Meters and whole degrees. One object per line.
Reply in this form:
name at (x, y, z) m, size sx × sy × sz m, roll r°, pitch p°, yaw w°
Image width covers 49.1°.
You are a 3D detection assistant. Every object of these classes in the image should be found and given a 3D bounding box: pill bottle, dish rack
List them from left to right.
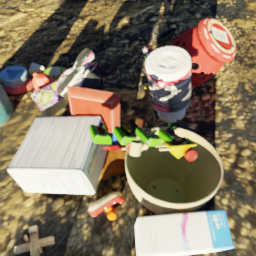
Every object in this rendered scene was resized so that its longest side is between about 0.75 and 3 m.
dish rack at (1.662, -5.718, 16.785) m, size 2.005 × 0.547 × 1.538 m, roll 33°, pitch 54°, yaw 28°
pill bottle at (1.627, -1.531, 10.918) m, size 1.625 × 2.936 × 1.625 m, roll -6°, pitch 54°, yaw 8°

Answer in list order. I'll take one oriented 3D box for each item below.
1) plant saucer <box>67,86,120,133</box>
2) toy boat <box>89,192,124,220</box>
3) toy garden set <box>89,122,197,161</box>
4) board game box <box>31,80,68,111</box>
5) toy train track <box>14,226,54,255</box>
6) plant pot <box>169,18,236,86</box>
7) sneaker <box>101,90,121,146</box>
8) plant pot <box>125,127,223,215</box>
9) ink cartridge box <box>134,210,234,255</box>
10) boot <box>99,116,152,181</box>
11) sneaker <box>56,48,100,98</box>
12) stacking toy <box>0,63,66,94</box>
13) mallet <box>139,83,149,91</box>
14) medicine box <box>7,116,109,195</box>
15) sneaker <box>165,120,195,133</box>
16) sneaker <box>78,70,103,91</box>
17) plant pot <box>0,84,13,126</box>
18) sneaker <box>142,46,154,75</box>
plant saucer at (-1.236, -0.536, 9.915) m, size 1.856 × 1.853 × 0.341 m, roll 10°, pitch 48°, yaw 7°
toy boat at (-0.619, 2.561, 8.906) m, size 1.170 × 0.763 × 0.765 m, roll -28°, pitch 83°, yaw -23°
toy garden set at (0.403, 0.224, 7.663) m, size 2.674 × 0.534 × 2.229 m, roll 4°, pitch 14°, yaw -16°
board game box at (-3.327, -1.387, 11.898) m, size 1.332 × 0.215 × 0.799 m, roll -34°, pitch 85°, yaw -21°
toy train track at (-2.670, 3.708, 7.968) m, size 1.151 × 0.327 × 2.007 m, roll -12°, pitch 48°, yaw -11°
plant pot at (3.426, -3.491, 12.834) m, size 2.493 × 2.270 × 2.493 m, roll 14°, pitch 63°, yaw -30°
sneaker at (-0.858, -0.397, 10.682) m, size 0.913 × 1.323 × 2.378 m, roll -21°, pitch 75°, yaw -1°
plant pot at (1.293, 1.639, 8.796) m, size 2.838 × 1.906 × 2.838 m, roll 1°, pitch 44°, yaw -1°
ink cartridge box at (1.365, 2.943, 7.641) m, size 2.335 × 1.688 × 0.988 m, roll -5°, pitch 64°, yaw -4°
boot at (-0.216, 0.714, 10.699) m, size 2.573 × 0.881 × 2.423 m, roll -15°, pitch 56°, yaw -4°
sneaker at (-1.929, -2.044, 11.359) m, size 2.226 × 0.961 × 0.894 m, roll -48°, pitch 44°, yaw 3°
stacking toy at (-4.405, -2.606, 13.351) m, size 2.879 × 1.216 × 2.606 m, roll 15°, pitch 49°, yaw 13°
mallet at (1.046, -1.805, 13.324) m, size 1.064 × 0.219 × 0.350 m, roll 28°, pitch 50°, yaw 18°
medicine box at (-2.238, 0.894, 9.603) m, size 2.627 × 1.352 × 2.393 m, roll -1°, pitch 45°, yaw 15°
sneaker at (1.570, 0.273, 10.163) m, size 0.873 × 1.924 × 0.731 m, roll 45°, pitch 52°, yaw -1°
sneaker at (-1.382, -1.335, 10.008) m, size 0.743 × 0.529 × 1.498 m, roll 18°, pitch 73°, yaw 9°
plant pot at (-6.308, -1.388, 11.469) m, size 2.418 × 2.272 × 2.418 m, roll 0°, pitch 47°, yaw 0°
sneaker at (1.059, -2.943, 13.294) m, size 0.739 × 1.979 × 0.798 m, roll -19°, pitch -1°, yaw 36°
